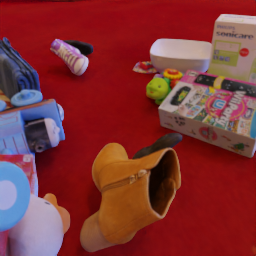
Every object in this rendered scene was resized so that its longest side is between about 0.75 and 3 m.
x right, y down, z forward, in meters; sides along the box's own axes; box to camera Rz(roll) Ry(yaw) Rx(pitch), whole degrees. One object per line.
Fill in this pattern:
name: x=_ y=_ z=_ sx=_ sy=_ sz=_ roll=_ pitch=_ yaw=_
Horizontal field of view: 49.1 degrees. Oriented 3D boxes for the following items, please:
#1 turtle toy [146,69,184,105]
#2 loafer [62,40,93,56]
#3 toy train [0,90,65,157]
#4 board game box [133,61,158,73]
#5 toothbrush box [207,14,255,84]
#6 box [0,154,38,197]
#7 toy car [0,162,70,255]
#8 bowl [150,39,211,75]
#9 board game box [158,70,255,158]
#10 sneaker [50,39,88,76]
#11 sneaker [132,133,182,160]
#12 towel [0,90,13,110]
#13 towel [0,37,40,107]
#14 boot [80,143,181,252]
turtle toy: x=1.216 y=-1.235 z=8.477 sx=1.323 sy=0.918 sz=1.816 roll=23 pitch=39 yaw=32
loafer: x=-2.371 y=-3.647 z=12.524 sx=1.897 sy=0.644 sz=0.666 roll=10 pitch=42 yaw=21
toy train: x=-2.788 y=0.194 z=5.881 sx=2.988 sy=1.295 sz=1.707 roll=-14 pitch=37 yaw=-13
board game box: x=0.759 y=-2.518 z=11.136 sx=0.988 sy=0.244 sz=1.251 roll=8 pitch=34 yaw=12
toothbrush box: x=3.316 y=-1.933 z=8.209 sx=1.738 sy=2.387 sz=1.028 roll=15 pitch=35 yaw=21
box: x=-2.481 y=1.046 z=4.580 sx=1.839 sy=0.917 sz=0.878 roll=0 pitch=44 yaw=-10
toy car: x=-1.536 y=1.228 z=3.577 sx=1.930 sy=1.852 sz=2.094 roll=-9 pitch=-5 yaw=28
bowl: x=2.060 y=-2.699 z=10.847 sx=2.315 sy=0.865 sz=2.319 roll=7 pitch=32 yaw=12
board game box: x=2.233 y=-0.481 z=7.030 sx=2.374 sy=0.763 sz=1.752 roll=21 pitch=57 yaw=29
sneaker: x=-2.270 y=-2.644 z=10.306 sx=1.182 sy=0.751 sz=2.073 roll=26 pitch=13 yaw=-38
sneaker: x=0.656 y=0.507 z=5.719 sx=0.531 sy=1.169 sz=0.444 roll=56 pitch=29 yaw=2
towel: x=-4.221 y=-0.605 z=7.967 sx=1.981 sy=0.313 sz=2.751 roll=8 pitch=34 yaw=0
towel: x=-3.154 y=-1.401 z=7.764 sx=0.655 sy=1.507 sz=2.698 roll=-21 pitch=43 yaw=-33
boot: x=0.115 y=0.736 z=4.494 sx=0.828 sy=1.685 sz=2.354 roll=38 pitch=34 yaw=-18
